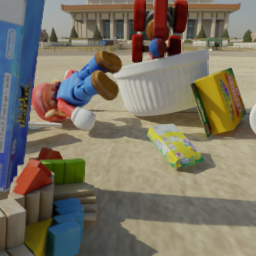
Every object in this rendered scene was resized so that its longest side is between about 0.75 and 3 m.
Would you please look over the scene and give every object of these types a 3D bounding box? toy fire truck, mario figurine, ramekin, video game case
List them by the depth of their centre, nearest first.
[{"bbox_3d":[-2.638,-0.694,3.865,2.513,2.773,0.630,15,19,2],"label":"video game case"},{"bbox_3d":[-1.282,-0.866,7.527,2.982,1.580,1.840,-17,19,41],"label":"mario figurine"},{"bbox_3d":[0.881,-2.405,8.193,1.543,2.751,2.310,2,50,1],"label":"toy fire truck"},{"bbox_3d":[1.082,-1.376,8.688,2.898,1.521,2.898,-11,12,2],"label":"ramekin"}]

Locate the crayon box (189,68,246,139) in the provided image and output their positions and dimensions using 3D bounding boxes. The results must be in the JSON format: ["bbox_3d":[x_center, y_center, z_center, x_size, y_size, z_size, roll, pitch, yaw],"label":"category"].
[{"bbox_3d":[2.428,-0.722,7.352,0.574,1.434,2.259,-16,7,36],"label":"crayon box"}]

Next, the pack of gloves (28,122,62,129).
[{"bbox_3d":[-2.846,0.045,6.730,2.041,0.403,1.715,1,1,-31],"label":"pack of gloves"}]

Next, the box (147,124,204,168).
[{"bbox_3d":[0.906,0.361,5.357,0.622,0.256,1.060,-8,42,-32],"label":"box"}]

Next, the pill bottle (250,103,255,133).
[{"bbox_3d":[3.747,-0.411,7.115,1.041,1.041,1.854,9,20,28],"label":"pill bottle"}]

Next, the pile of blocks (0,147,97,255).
[{"bbox_3d":[-0.868,0.730,3.272,1.082,0.819,2.637,5,10,-8],"label":"pile of blocks"}]
